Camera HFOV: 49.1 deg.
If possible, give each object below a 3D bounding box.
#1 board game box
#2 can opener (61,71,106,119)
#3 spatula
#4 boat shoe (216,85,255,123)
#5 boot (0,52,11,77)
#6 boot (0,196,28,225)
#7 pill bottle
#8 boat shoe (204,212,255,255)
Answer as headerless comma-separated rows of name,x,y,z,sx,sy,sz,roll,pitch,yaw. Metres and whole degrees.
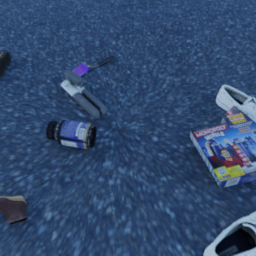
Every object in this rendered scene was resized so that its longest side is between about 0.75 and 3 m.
board game box,3.283,0.501,8.668,2.515,0.776,2.513,-12,48,-11
can opener,-1.695,-1.295,10.288,0.626,0.785,2.347,-32,55,-25
spatula,-1.431,-2.681,11.939,2.027,0.208,0.573,-27,53,-22
boat shoe,4.157,-0.693,9.745,2.382,0.779,0.876,34,56,27
boot,-5.802,-2.572,11.625,1.229,0.688,1.777,0,34,6
boot,-3.172,2.177,7.325,0.988,0.357,0.822,-8,35,-23
pill bottle,-1.806,0.182,8.929,1.458,0.815,0.815,10,49,8
boat shoe,2.983,2.603,6.715,2.562,0.837,0.943,-26,53,-22
